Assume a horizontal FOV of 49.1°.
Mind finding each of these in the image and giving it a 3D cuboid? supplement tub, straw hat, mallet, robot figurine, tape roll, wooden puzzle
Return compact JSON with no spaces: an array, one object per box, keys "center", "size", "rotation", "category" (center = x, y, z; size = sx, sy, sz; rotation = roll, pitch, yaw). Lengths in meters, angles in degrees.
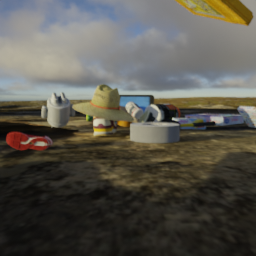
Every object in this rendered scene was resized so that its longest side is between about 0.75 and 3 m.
[{"center":[0.305,-0.854,13.671],"size":[0.590,0.590,0.840],"rotation":[-4,36,-33],"category":"supplement tub"},{"center":[-0.796,-1.045,10.401],"size":[2.477,1.048,2.477],"rotation":[13,11,-3],"category":"straw hat"},{"center":[1.832,-0.685,14.728],"size":[1.164,1.164,1.899],"rotation":[6,7,45],"category":"supplement tub"},{"center":[2.574,-0.135,12.075],"size":[2.721,0.560,0.896],"rotation":[-5,10,-34],"category":"mallet"},{"center":[-3.261,-0.767,13.155],"size":[1.557,1.836,1.037],"rotation":[-2,40,-20],"category":"robot figurine"},{"center":[0.900,0.140,9.478],"size":[1.663,0.549,1.663],"rotation":[1,5,0],"category":"tape roll"},{"center":[-0.702,-0.729,14.806],"size":[2.774,0.693,2.995],"rotation":[14,12,4],"category":"wooden puzzle"}]

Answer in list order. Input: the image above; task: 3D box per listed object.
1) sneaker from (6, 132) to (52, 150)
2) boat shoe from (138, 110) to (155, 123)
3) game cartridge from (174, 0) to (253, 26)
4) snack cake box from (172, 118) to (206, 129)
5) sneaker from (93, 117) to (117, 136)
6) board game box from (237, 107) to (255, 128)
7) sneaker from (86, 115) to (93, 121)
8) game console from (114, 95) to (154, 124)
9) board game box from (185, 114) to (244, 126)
[{"center":[-2.715,0.406,7.860],"size":[1.211,0.474,0.699],"rotation":[13,-1,6],"category":"sneaker"},{"center":[0.731,-0.105,11.259],"size":[0.716,0.635,1.916],"rotation":[-42,9,22],"category":"boat shoe"},{"center":[2.064,-3.792,8.132],"size":[2.322,0.427,2.634],"rotation":[19,19,-33],"category":"game cartridge"},{"center":[2.871,-0.207,13.314],"size":[1.450,0.487,0.834],"rotation":[0,6,1],"category":"snack cake box"},{"center":[-0.896,-0.334,11.241],"size":[0.936,1.125,2.498],"rotation":[1,7,-3],"category":"sneaker"},{"center":[5.811,-0.485,13.027],"size":[0.238,1.153,1.156],"rotation":[-43,18,-10],"category":"board game box"},{"center":[-2.225,-0.702,18.297],"size":[0.575,0.509,1.375],"rotation":[-1,4,30],"category":"sneaker"},{"center":[0.144,-1.166,16.888],"size":[2.599,1.538,2.219],"rotation":[1,11,14],"category":"game console"},{"center":[5.014,-0.507,16.297],"size":[2.428,0.501,2.434],"rotation":[-5,8,-43],"category":"board game box"}]
